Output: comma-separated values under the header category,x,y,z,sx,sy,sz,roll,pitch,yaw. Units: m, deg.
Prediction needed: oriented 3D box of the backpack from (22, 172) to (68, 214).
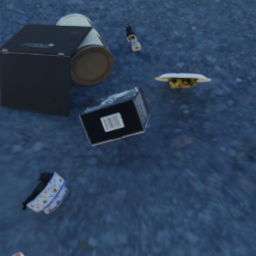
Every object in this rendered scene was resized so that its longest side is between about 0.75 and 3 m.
category,x,y,z,sx,sy,sz,roll,pitch,yaw
backpack,-2.072,1.676,7.256,0.843,1.043,1.095,33,49,-13

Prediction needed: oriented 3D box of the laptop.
category,x,y,z,sx,sy,sz,roll,pitch,yaw
laptop,-2.921,-2.177,9.958,2.790,1.727,2.980,9,48,16

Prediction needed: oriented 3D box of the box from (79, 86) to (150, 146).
category,x,y,z,sx,sy,sz,roll,pitch,yaw
box,-0.318,-0.387,8.236,1.635,1.013,1.607,-16,15,15

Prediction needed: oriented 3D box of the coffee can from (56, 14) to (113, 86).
category,x,y,z,sx,sy,sz,roll,pitch,yaw
coffee can,-1.766,-3.030,10.778,1.704,1.704,2.329,-19,54,-14

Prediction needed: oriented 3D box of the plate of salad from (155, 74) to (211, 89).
category,x,y,z,sx,sy,sz,roll,pitch,yaw
plate of salad,1.881,-1.593,9.766,1.934,1.934,0.464,3,95,3

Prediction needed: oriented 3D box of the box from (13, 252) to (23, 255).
category,x,y,z,sx,sy,sz,roll,pitch,yaw
box,-2.819,3.651,6.117,1.437,0.764,1.094,-23,55,-19

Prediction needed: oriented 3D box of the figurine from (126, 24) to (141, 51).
category,x,y,z,sx,sy,sz,roll,pitch,yaw
figurine,0.191,-3.867,12.007,0.397,0.923,0.900,-22,51,13
